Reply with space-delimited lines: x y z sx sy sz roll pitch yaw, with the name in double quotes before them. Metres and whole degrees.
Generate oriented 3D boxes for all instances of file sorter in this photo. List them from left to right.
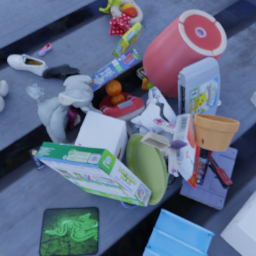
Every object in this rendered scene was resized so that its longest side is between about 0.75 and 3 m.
"file sorter" 1.286 3.860 8.156 1.735 1.534 2.501 21 74 16

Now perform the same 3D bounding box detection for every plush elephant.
"plush elephant" -1.915 -0.746 9.735 2.062 2.663 2.193 -20 32 17

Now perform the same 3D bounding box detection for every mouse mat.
"mouse mat" -1.989 3.515 9.549 1.966 0.074 1.582 -2 60 -2

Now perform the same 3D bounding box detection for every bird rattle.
"bird rattle" -0.195 -5.915 14.379 2.174 1.502 2.667 -17 63 -28

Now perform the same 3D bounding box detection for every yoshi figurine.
"yoshi figurine" 1.440 -1.876 11.820 1.646 0.922 0.925 9 61 2

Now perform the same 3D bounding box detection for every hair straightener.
"hair straightener" 3.038 1.552 9.801 0.307 0.578 1.502 -11 43 -20

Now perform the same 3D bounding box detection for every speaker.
"speaker" 1.079 0.833 9.830 0.682 0.682 1.680 23 61 13

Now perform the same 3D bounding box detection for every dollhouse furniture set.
"dollhouse furniture set" 0.825 0.843 7.840 1.382 1.095 0.981 23 56 -30

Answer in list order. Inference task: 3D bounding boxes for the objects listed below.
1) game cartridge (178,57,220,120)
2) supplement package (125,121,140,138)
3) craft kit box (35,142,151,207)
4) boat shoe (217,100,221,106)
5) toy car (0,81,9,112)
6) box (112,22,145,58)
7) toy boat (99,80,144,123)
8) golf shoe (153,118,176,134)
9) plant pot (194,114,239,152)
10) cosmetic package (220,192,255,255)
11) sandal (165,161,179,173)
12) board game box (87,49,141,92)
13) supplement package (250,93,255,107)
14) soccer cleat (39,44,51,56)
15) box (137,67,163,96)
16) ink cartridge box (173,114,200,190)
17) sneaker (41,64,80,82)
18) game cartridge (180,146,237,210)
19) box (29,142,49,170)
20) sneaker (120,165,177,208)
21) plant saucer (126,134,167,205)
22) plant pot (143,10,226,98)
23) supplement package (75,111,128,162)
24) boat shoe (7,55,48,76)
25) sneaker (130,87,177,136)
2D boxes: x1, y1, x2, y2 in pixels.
"game cartridge" 2.563 -1.129 10.062 1.702 2.553 0.517 -30 42 -24
"supplement package" 0.616 -0.112 11.211 1.306 0.715 0.743 -22 52 -12
"craft kit box" -1.037 1.436 8.663 2.702 2.669 0.656 3 55 38
"boat shoe" 3.478 -1.226 12.126 1.104 0.378 0.398 16 61 9
"toy car" -6.179 -1.465 11.767 1.475 1.721 1.967 -20 55 31
"box" 0.006 -3.853 12.388 0.472 1.950 1.144 44 70 -9
"toy boat" -0.416 -1.112 10.930 1.539 2.358 1.541 -23 106 -11
"golf shoe" 1.054 -0.042 8.278 0.761 0.348 0.286 26 54 32
"plant pot" 2.757 0.159 9.000 1.391 1.391 0.974 9 102 5
"cosmetic package" 4.457 3.087 8.791 2.139 1.790 1.779 -40 67 -21
"sandal" 1.398 0.884 10.720 2.144 0.612 0.851 34 104 25
"board game box" -0.965 -2.005 11.056 0.480 2.786 1.886 56 32 -9
"supplement package" 5.860 -1.307 12.090 0.868 0.526 0.520 -21 62 -12
"soccer cleat" -4.078 -3.818 13.684 0.265 0.304 0.795 36 65 19
"box" 1.430 -2.316 12.755 1.330 0.411 1.665 -34 65 -20
"ink cartridge box" 2.162 0.867 9.442 0.545 2.173 1.762 -9 51 35
"sneaker" -3.050 -2.440 12.769 1.623 0.488 0.847 -24 58 -17
"game cartridge" 3.014 1.608 10.467 1.596 0.472 2.461 22 62 8
"box" -3.303 1.077 10.888 0.847 0.212 0.853 -26 63 -13
"sneaker" 0.786 2.045 9.820 2.328 0.965 0.825 -29 71 -12
"plant saucer" 0.594 1.246 8.702 0.345 2.218 2.218 -10 59 -26
"plant pot" 2.279 -2.996 11.085 2.842 2.514 2.842 7 67 -17
"supplement package" -0.855 0.551 9.870 1.331 2.222 1.347 17 73 8
"boat shoe" -4.708 -3.059 12.990 2.092 0.731 0.742 22 62 12
"sneaker" 0.809 -0.560 10.380 1.454 0.951 2.530 -33 30 8
